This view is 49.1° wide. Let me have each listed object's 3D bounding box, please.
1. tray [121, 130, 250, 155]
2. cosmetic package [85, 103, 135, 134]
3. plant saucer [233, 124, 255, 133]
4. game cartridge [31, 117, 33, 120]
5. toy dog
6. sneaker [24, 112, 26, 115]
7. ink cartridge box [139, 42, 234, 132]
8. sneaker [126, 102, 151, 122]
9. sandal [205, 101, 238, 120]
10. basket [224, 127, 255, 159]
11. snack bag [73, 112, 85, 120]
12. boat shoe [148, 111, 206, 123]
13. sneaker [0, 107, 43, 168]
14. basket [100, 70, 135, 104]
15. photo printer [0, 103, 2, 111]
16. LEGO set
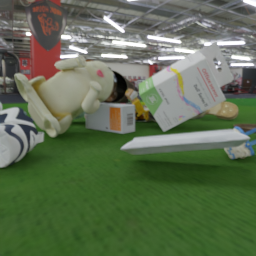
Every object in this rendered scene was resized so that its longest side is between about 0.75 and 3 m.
[{"bbox_3d":[0.969,0.262,4.960,2.044,0.227,1.097,-5,-12,11],"label":"tray"},{"bbox_3d":[-0.613,-0.349,9.129,1.724,0.874,0.614,7,12,41],"label":"cosmetic package"},{"bbox_3d":[4.021,0.011,9.145,1.109,0.163,1.109,1,9,0],"label":"plant saucer"},{"bbox_3d":[-3.276,-0.423,11.759,1.366,0.262,0.885,0,13,3],"label":"game cartridge"},{"bbox_3d":[-1.563,-1.005,8.590,2.804,1.956,2.718,-34,-12,-23],"label":"toy dog"},{"bbox_3d":[-4.629,-0.558,12.246,0.460,0.318,0.762,-1,15,27],"label":"sneaker"},{"bbox_3d":[1.836,-1.219,8.479,2.658,1.557,0.895,-29,26,16],"label":"ink cartridge box"},{"bbox_3d":[0.312,-0.661,11.541,1.956,0.761,0.803,6,13,39],"label":"sneaker"},{"bbox_3d":[3.191,-1.027,11.992,2.860,1.049,0.941,10,-22,28],"label":"sandal"},{"bbox_3d":[2.399,0.256,5.763,0.887,0.617,0.782,-29,3,14],"label":"basket"},{"bbox_3d":[-2.070,-0.475,10.781,1.122,0.120,1.058,-14,-8,-12],"label":"snack bag"},{"bbox_3d":[1.689,-0.709,9.743,2.032,0.745,0.757,-8,42,-2],"label":"boat shoe"},{"bbox_3d":[-2.970,0.088,5.872,2.563,1.023,1.668,3,8,16],"label":"sneaker"},{"bbox_3d":[-0.493,-1.576,11.471,1.713,1.292,1.900,12,5,19],"label":"basket"},{"bbox_3d":[-6.512,-0.649,10.647,2.370,0.989,2.849,0,9,-4],"label":"photo printer"},{"bbox_3d":[0.504,-0.949,10.080,2.083,0.958,0.775,8,34,-38],"label":"LEGO set"}]
